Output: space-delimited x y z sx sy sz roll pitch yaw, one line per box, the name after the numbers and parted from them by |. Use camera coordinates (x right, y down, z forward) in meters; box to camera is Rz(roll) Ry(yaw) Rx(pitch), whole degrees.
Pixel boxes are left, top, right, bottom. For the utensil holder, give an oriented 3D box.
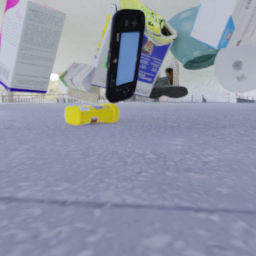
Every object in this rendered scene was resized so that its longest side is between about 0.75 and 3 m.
4.459 -2.334 10.142 2.269 1.928 1.928 -19 18 -41 | utensil holder

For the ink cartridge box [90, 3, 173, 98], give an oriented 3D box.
0.117 -2.623 10.120 2.680 2.712 0.637 8 27 -36 | ink cartridge box

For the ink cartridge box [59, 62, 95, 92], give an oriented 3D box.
-1.769 -1.887 10.308 1.249 0.525 0.912 18 61 37 | ink cartridge box

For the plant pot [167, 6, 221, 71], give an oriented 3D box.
2.766 -3.338 11.094 2.535 1.699 2.535 -8 -12 -2 | plant pot

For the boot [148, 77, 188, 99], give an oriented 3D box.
1.703 -1.845 12.110 1.800 0.610 1.176 0 46 16 | boot

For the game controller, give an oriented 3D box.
-0.076 -1.612 6.463 0.446 2.120 1.106 19 28 23 | game controller

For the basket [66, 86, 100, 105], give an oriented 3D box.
-1.801 -1.639 11.511 1.318 0.893 0.813 14 -22 -12 | basket

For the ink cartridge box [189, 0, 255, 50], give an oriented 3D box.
2.814 -2.978 7.215 0.882 1.508 2.600 37 38 29 | ink cartridge box

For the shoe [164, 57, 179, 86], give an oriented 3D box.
2.104 -2.688 13.511 0.643 1.840 0.491 -20 -24 35 | shoe

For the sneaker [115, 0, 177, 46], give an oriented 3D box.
0.590 -3.190 8.191 2.179 0.821 0.832 20 -6 -36 | sneaker

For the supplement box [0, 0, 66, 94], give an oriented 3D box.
-3.363 -2.744 9.397 1.472 2.849 1.442 -3 30 -48 | supplement box

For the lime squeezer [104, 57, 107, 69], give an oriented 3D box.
-0.395 -1.821 8.429 0.466 0.872 2.470 -7 22 19 | lime squeezer

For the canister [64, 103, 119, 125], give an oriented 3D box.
-1.886 -0.713 14.399 2.295 0.993 1.705 -7 10 -39 | canister
